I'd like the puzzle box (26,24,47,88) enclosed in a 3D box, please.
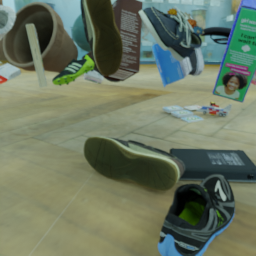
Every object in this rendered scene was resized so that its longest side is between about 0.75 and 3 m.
[{"bbox_3d":[-2.663,-2.080,8.214,0.218,1.716,1.141,-12,16,-13],"label":"puzzle box"}]

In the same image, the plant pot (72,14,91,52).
[{"bbox_3d":[-1.518,-4.186,12.248,1.974,1.974,1.584,-16,12,-41],"label":"plant pot"}]

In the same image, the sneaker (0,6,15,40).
[{"bbox_3d":[-3.625,-2.444,7.317,0.684,1.757,0.873,41,-9,-20],"label":"sneaker"}]

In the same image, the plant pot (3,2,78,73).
[{"bbox_3d":[-3.087,-3.159,10.840,2.504,2.504,2.184,9,-5,27],"label":"plant pot"}]

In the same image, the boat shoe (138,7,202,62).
[{"bbox_3d":[1.068,-2.145,6.305,0.783,0.948,2.533,-28,-18,25],"label":"boat shoe"}]

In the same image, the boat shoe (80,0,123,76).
[{"bbox_3d":[-0.837,-2.988,8.738,1.014,2.770,0.898,-21,40,-18],"label":"boat shoe"}]

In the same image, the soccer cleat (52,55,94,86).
[{"bbox_3d":[-1.395,-1.421,6.945,1.137,0.461,0.384,-30,-18,-15],"label":"soccer cleat"}]

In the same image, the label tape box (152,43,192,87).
[{"bbox_3d":[1.416,-2.172,8.844,0.602,1.305,1.821,-12,18,27],"label":"label tape box"}]

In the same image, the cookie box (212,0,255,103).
[{"bbox_3d":[3.106,-2.249,7.418,0.896,2.385,2.040,17,44,15],"label":"cookie box"}]

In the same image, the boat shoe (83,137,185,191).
[{"bbox_3d":[0.091,0.751,6.448,2.526,0.903,0.830,13,12,33],"label":"boat shoe"}]

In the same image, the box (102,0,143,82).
[{"bbox_3d":[-0.230,-3.322,10.602,1.036,2.765,1.385,9,-11,-27],"label":"box"}]

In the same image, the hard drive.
[{"bbox_3d":[1.990,0.869,6.829,1.902,0.313,1.327,1,18,5],"label":"hard drive"}]

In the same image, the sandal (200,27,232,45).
[{"bbox_3d":[3.866,-3.349,10.379,2.416,0.517,0.919,13,11,18],"label":"sandal"}]

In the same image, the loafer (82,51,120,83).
[{"bbox_3d":[-0.923,-2.465,11.247,1.882,0.668,0.687,24,37,-32],"label":"loafer"}]

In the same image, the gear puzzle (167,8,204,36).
[{"bbox_3d":[1.949,-3.750,9.946,0.830,1.602,0.210,-34,-20,2],"label":"gear puzzle"}]

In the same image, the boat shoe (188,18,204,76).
[{"bbox_3d":[2.141,-3.314,11.049,0.948,2.863,1.001,-2,-19,-18],"label":"boat shoe"}]

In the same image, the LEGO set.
[{"bbox_3d":[3.029,-0.861,11.937,2.534,0.622,1.893,-8,23,-24],"label":"LEGO set"}]

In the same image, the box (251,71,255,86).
[{"bbox_3d":[4.510,-2.229,10.195,1.676,0.860,0.793,31,-11,14],"label":"box"}]

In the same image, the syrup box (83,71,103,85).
[{"bbox_3d":[-1.470,-3.386,13.779,0.893,2.269,0.924,15,-8,-13],"label":"syrup box"}]

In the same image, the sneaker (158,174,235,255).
[{"bbox_3d":[1.229,1.270,4.569,0.776,0.906,2.188,15,23,34],"label":"sneaker"}]

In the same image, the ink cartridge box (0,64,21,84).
[{"bbox_3d":[-3.977,-1.729,8.937,0.670,0.198,0.837,27,47,26],"label":"ink cartridge box"}]
